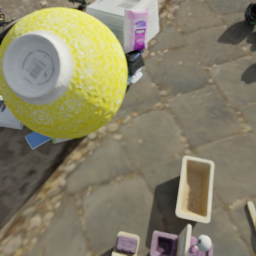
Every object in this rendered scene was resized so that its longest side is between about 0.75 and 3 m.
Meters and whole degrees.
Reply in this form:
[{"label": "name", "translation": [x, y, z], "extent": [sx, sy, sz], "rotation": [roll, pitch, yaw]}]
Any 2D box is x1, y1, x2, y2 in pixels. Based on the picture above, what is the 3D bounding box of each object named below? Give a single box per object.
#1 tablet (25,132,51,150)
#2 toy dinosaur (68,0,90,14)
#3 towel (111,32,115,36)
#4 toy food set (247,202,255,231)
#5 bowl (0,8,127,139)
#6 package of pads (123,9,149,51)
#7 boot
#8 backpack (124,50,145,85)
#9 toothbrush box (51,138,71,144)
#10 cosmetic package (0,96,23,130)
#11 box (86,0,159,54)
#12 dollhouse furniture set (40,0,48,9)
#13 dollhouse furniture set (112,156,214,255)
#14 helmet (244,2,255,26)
[{"label": "tablet", "translation": [-2.621, 0.257, 8.412], "extent": [0.815, 0.056, 0.530], "rotation": [-31, 64, -18]}, {"label": "toy dinosaur", "translation": [-1.576, -4.042, 10.578], "extent": [2.388, 1.220, 1.621], "rotation": [-23, 82, -30]}, {"label": "towel", "translation": [-0.930, -2.845, 8.976], "extent": [0.835, 1.120, 0.172], "rotation": [33, 62, -8]}, {"label": "toy food set", "translation": [4.192, 2.262, 6.990], "extent": [2.080, 0.417, 1.436], "rotation": [-8, 59, -5]}, {"label": "bowl", "translation": [-1.606, -1.157, 5.776], "extent": [2.952, 1.588, 2.952], "rotation": [1, 94, 11]}, {"label": "package of pads", "translation": [0.232, -2.976, 8.506], "extent": [0.723, 1.199, 0.454], "rotation": [-17, 34, -31]}, {"label": "boot", "translation": [-4.471, -3.767, 10.176], "extent": [2.784, 1.019, 2.096], "rotation": [-34, 62, -1]}, {"label": "backpack", "translation": [-0.229, -1.934, 9.035], "extent": [1.337, 1.082, 1.404], "rotation": [2, 24, 23]}, {"label": "toothbrush box", "translation": [-1.780, -1.158, 7.557], "extent": [1.172, 1.982, 2.722], "rotation": [-17, 81, -23]}, {"label": "cosmetic package", "translation": [-3.747, -0.494, 8.626], "extent": [1.240, 0.320, 0.935], "rotation": [8, 62, 3]}, {"label": "box", "translation": [-0.131, -3.743, 9.769], "extent": [1.786, 1.530, 1.777], "rotation": [25, 59, 28]}, {"label": "dollhouse furniture set", "translation": [-3.315, -3.476, 9.680], "extent": [1.419, 1.664, 0.812], "rotation": [-31, 57, -15]}, {"label": "dollhouse furniture set", "translation": [1.062, 1.658, 6.388], "extent": [2.310, 2.069, 2.916], "rotation": [11, 60, 7]}, {"label": "helmet", "translation": [4.887, -4.391, 10.763], "extent": [0.859, 0.819, 0.859], "rotation": [1, 97, 10]}]
